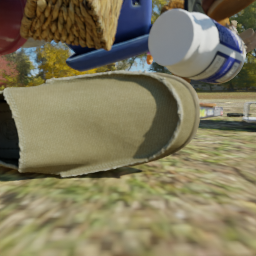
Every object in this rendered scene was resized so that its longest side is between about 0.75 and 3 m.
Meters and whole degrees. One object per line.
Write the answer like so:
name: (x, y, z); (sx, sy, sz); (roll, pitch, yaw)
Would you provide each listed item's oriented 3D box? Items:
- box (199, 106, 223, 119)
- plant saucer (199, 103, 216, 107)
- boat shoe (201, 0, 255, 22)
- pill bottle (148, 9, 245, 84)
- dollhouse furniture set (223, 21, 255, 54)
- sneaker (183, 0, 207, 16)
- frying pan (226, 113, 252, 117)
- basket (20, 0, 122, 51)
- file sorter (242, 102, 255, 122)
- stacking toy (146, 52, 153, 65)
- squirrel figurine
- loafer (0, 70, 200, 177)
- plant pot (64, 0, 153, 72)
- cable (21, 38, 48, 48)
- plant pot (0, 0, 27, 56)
box: (2.592, -0.609, 10.554); (1.164, 0.367, 2.115); (6, 9, 40)
plant saucer: (2.830, -0.839, 10.349); (0.812, 0.131, 0.812); (0, 8, 0)
boat shoe: (2.706, -3.400, 5.770); (2.931, 1.031, 1.032); (-34, -15, 7)
pill bottle: (1.253, -1.398, 4.987); (1.067, 1.067, 1.843); (6, 4, 42)
dollhouse furniture set: (3.181, -2.590, 7.701); (0.676, 0.792, 1.528); (-29, -9, 30)
sneaker: (2.111, -3.129, 7.817); (1.117, 1.950, 0.746); (-1, 14, 0)
frying pan: (4.160, -0.483, 10.414); (1.003, 0.163, 0.607); (7, 11, 37)
basket: (-1.049, -2.860, 4.728); (1.889, 2.536, 1.810); (12, -9, 8)
file sorter: (4.049, -0.508, 8.834); (0.664, 0.596, 0.957); (2, 7, 13)
stacking toy: (0.863, -3.116, 10.751); (0.819, 1.492, 0.866); (-6, 37, -7)
squirrel figurine: (1.938, -3.035, 8.933); (2.195, 2.352, 1.664); (-43, 10, 34)
loafer: (-0.711, 0.033, 2.924); (2.842, 1.081, 0.959); (-8, 5, 19)
plant pot: (-0.605, -3.104, 7.512); (2.750, 2.473, 2.751); (-14, 23, 10)
cable: (-2.982, -3.230, 8.022); (1.913, 1.913, 0.662); (-19, -10, -18)
plant pot: (-3.060, -2.341, 5.593); (1.874, 1.874, 1.678); (0, 20, 2)
